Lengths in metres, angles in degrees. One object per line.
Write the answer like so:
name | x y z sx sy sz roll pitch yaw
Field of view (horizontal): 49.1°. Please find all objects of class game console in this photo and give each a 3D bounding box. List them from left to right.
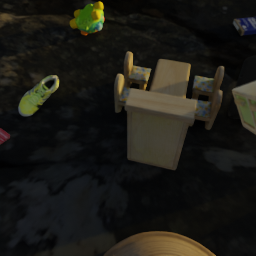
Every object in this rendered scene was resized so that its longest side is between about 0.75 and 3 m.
game console | 4.496 -0.839 7.873 2.436 1.612 2.770 37 57 -11

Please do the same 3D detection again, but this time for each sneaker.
sneaker | -2.446 -0.936 7.617 0.545 0.553 1.446 38 70 -11

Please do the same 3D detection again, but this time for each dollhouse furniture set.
dollhouse furniture set | 0.929 -0.834 6.794 2.591 1.964 2.957 12 54 8

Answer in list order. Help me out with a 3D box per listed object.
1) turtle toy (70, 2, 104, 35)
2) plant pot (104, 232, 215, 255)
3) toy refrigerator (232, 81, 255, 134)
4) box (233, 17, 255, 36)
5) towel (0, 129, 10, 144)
turtle toy | -1.273 -3.804 9.737 1.120 0.777 1.537 -10 48 23
plant pot | 0.596 3.007 4.336 2.949 1.361 2.949 1 54 -1
toy refrigerator | 2.755 -0.302 5.228 0.873 0.948 2.497 -20 11 9
box | 4.507 -3.655 10.009 1.276 0.207 0.773 -7 54 -7
towel | -3.614 0.378 7.058 0.762 0.118 1.054 29 57 22
